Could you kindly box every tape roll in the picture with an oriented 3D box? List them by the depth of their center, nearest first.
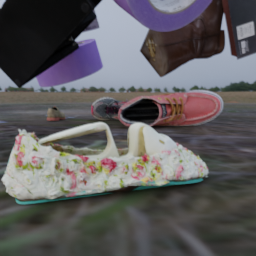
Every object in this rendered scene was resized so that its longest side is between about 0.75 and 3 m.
[{"bbox_3d":[0.676,-2.949,4.978,2.200,2.200,0.935,-4,41,-34],"label":"tape roll"},{"bbox_3d":[-2.234,-2.403,10.233,2.466,1.048,2.466,-13,23,5],"label":"tape roll"}]

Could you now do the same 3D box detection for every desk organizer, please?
[{"bbox_3d":[2.819,-3.173,7.233,0.899,2.507,0.965,-19,23,1],"label":"desk organizer"}]

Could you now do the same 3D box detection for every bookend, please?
[{"bbox_3d":[-1.559,-2.786,6.812,2.930,1.358,2.948,-31,17,36],"label":"bookend"}]

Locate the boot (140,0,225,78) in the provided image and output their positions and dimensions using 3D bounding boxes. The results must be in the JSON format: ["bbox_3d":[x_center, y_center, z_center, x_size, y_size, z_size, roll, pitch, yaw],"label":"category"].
[{"bbox_3d":[1.452,-3.003,7.553,2.976,2.774,0.956,-23,15,-33],"label":"boot"}]

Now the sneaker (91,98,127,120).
[{"bbox_3d":[-0.323,-0.708,10.623,2.162,0.871,0.807,-1,9,-18],"label":"sneaker"}]

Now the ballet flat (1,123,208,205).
[{"bbox_3d":[-0.089,0.272,2.650,2.033,0.650,0.769,-2,5,-24],"label":"ballet flat"}]

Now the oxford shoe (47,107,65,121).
[{"bbox_3d":[-2.735,-0.566,10.824,0.495,0.525,1.405,0,6,1],"label":"oxford shoe"}]

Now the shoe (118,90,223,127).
[{"bbox_3d":[1.228,-0.480,8.077,2.972,1.062,1.352,-4,7,13],"label":"shoe"}]

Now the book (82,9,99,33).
[{"bbox_3d":[-1.977,-4.038,9.825,1.648,0.593,2.467,-14,-9,0],"label":"book"}]
